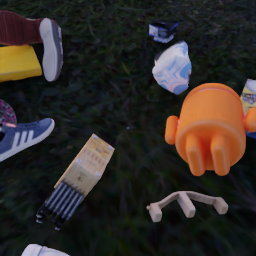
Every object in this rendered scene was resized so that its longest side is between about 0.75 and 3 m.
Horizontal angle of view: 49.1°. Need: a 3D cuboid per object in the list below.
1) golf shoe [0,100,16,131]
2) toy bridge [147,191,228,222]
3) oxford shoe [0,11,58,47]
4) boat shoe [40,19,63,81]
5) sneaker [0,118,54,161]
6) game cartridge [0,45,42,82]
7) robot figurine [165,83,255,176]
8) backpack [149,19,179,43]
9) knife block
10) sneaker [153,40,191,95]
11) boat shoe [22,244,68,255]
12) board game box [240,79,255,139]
[{"bbox_3d":[-3.656,-0.367,7.235,2.015,0.928,0.731,31,34,19],"label":"golf shoe"},{"bbox_3d":[1.158,1.540,5.671,1.661,0.226,0.558,0,31,-17],"label":"toy bridge"},{"bbox_3d":[-3.731,-3.202,9.333,1.092,1.029,2.920,9,14,37],"label":"oxford shoe"},{"bbox_3d":[-2.302,-2.436,8.838,0.608,0.713,2.132,8,67,-50],"label":"boat shoe"},{"bbox_3d":[-2.550,0.093,6.525,1.675,0.708,0.628,-34,32,-24],"label":"sneaker"},{"bbox_3d":[-3.986,-2.017,8.858,2.144,0.348,1.890,-13,43,-20],"label":"game cartridge"},{"bbox_3d":[1.917,-0.065,6.419,1.478,1.823,2.534,35,41,-10],"label":"robot figurine"},{"bbox_3d":[1.237,-3.564,10.159,0.919,0.743,0.965,26,43,19],"label":"backpack"},{"bbox_3d":[-1.113,1.144,5.757,0.584,1.603,1.826,37,25,-6],"label":"knife block"},{"bbox_3d":[1.332,-1.760,8.002,1.016,1.024,2.827,-26,19,26],"label":"sneaker"},{"bbox_3d":[-1.350,3.227,3.934,1.267,1.098,2.972,11,39,3],"label":"boat shoe"},{"bbox_3d":[3.665,-0.483,7.642,1.343,0.343,1.983,23,51,19],"label":"board game box"}]
